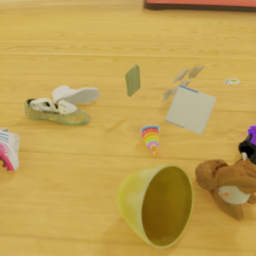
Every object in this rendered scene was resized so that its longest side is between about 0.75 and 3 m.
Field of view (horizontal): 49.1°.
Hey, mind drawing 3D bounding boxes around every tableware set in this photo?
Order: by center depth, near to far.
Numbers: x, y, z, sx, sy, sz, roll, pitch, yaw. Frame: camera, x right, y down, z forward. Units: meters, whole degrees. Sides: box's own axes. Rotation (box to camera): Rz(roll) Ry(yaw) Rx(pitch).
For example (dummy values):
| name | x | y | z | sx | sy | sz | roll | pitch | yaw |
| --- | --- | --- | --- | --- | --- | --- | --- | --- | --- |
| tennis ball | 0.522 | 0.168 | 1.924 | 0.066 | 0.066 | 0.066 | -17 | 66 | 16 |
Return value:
| name | x | y | z | sx | sy | sz | roll | pitch | yaw |
| --- | --- | --- | --- | --- | --- | --- | --- | --- | --- |
| tableware set | 2.371 | -2.035 | 12.558 | 1.947 | 0.270 | 2.331 | -50 | 13 | -12 |

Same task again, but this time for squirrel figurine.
| name | x | y | z | sx | sy | sz | roll | pitch | yaw |
| --- | --- | --- | --- | --- | --- | --- | --- | --- | --- |
| squirrel figurine | 3.010 | 1.386 | 8.327 | 2.020 | 1.429 | 1.885 | 22 | 33 | 25 |

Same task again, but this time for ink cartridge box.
| name | x | y | z | sx | sy | sz | roll | pitch | yaw |
| --- | --- | --- | --- | --- | --- | --- | --- | --- | --- |
| ink cartridge box | 1.978 | -0.578 | 8.913 | 1.191 | 1.170 | 1.617 | 21 | 8 | 10 |

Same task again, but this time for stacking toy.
| name | x | y | z | sx | sy | sz | roll | pitch | yaw |
| --- | --- | --- | --- | --- | --- | --- | --- | --- | --- |
| stacking toy | 0.894 | 0.555 | 10.317 | 0.678 | 0.717 | 1.236 | -7 | 48 | -5 |

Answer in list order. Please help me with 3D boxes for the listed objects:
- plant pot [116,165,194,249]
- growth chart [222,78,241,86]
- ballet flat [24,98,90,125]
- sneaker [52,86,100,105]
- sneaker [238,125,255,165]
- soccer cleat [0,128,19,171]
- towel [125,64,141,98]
| name | x | y | z | sx | sy | sz | roll | pitch | yaw |
| --- | --- | --- | --- | --- | --- | --- | --- | --- | --- |
| plant pot | 0.531 | 1.887 | 7.302 | 2.014 | 2.014 | 1.430 | -31 | 21 | -38 |
| growth chart | 5.648 | -2.527 | 15.320 | 0.967 | 0.086 | 0.700 | -13 | 35 | -20 |
| ballet flat | -3.065 | -0.766 | 11.871 | 2.919 | 1.032 | 1.032 | 7 | 34 | 10 |
| sneaker | -2.546 | -1.693 | 13.419 | 2.166 | 0.798 | 1.252 | -14 | 39 | -18 |
| sneaker | 4.456 | 0.559 | 10.079 | 1.044 | 0.730 | 2.100 | 2 | 34 | 4 |
| soccer cleat | -4.224 | 0.624 | 9.869 | 1.019 | 0.825 | 2.361 | -29 | 42 | -30 |
| towel | 0.203 | -1.992 | 11.887 | 0.224 | 1.228 | 0.911 | 22 | 50 | 31 |
